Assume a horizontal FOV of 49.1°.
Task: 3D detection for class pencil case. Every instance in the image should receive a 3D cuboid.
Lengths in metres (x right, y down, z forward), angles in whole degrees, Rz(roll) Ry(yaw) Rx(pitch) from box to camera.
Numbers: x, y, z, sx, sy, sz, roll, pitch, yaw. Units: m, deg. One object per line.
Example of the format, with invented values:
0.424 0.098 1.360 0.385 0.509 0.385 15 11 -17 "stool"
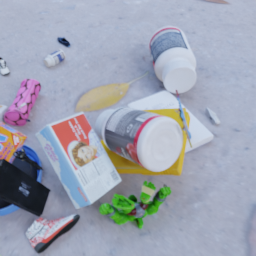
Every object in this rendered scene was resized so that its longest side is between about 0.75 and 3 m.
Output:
-3.958 -1.044 10.710 0.941 0.971 2.073 13 47 -12 "pencil case"

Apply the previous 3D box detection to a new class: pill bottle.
0.151 0.177 7.883 1.415 1.415 2.557 -32 29 -26 "pill bottle"
-3.423 -3.212 12.999 0.537 0.537 0.968 31 55 26 "pill bottle"
1.889 -2.860 11.828 1.723 1.723 2.881 -3 46 -3 "pill bottle"

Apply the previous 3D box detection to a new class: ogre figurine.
0.196 2.171 7.656 1.886 1.131 0.925 -29 53 -24 "ogre figurine"

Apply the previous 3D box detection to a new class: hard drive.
1.460 -0.221 10.328 1.871 0.360 2.837 -22 50 -19 "hard drive"

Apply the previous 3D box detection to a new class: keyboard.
-2.674 1.375 7.265 0.218 2.112 1.342 0 57 21 "keyboard"

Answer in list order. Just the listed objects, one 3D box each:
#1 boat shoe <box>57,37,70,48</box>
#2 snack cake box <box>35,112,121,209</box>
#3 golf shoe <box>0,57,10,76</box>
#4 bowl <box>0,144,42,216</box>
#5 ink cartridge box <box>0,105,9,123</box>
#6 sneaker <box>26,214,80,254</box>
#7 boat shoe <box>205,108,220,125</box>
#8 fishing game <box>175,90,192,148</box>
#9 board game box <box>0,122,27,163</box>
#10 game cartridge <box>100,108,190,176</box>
-3.257 -4.460 14.275 0.994 0.341 0.418 32 55 26 "boat shoe"
-1.358 0.864 7.812 1.342 0.784 2.334 -28 88 -48 "snack cake box"
-5.654 -2.773 12.632 0.410 0.498 1.054 -23 53 -21 "golf shoe"
-3.905 1.556 8.656 2.505 0.492 2.505 0 48 0 "bowl"
-6.180 -0.054 10.028 2.728 0.641 2.696 13 50 11 "ink cartridge box"
-2.076 2.649 7.661 1.417 0.473 0.760 -36 59 -25 "sneaker"
3.212 -0.458 10.647 0.271 0.296 0.824 -10 48 -17 "boat shoe"
1.472 -0.228 7.706 0.265 1.223 1.707 -16 38 12 "fishing game"
-3.895 0.535 7.677 1.506 1.506 1.507 31 83 -13 "board game box"
0.456 0.402 9.060 2.872 0.466 2.532 -1 47 24 "game cartridge"
